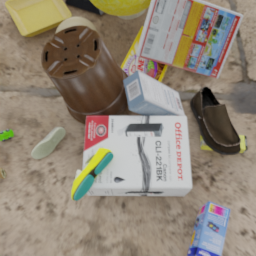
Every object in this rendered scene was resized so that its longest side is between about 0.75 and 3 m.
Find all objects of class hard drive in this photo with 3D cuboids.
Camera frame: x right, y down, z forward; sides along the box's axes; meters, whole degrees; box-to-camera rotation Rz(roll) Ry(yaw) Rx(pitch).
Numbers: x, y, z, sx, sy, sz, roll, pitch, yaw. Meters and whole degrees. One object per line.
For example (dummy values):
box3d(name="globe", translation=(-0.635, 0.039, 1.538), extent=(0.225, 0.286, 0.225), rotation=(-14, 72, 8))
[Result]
box3d(name="hard drive", translation=(-1.292, -6.035, 11.706), extent=(1.869, 0.586, 2.771), rotation=(21, 66, 10))

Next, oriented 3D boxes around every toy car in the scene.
box3d(name="toy car", translation=(-4.091, 0.334, 8.611), extent=(0.266, 1.192, 1.121), rotation=(9, 25, 39))

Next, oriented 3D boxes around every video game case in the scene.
box3d(name="video game case", translation=(1.954, -2.964, 8.992), extent=(2.993, 2.140, 0.261), rotation=(12, 21, -14))

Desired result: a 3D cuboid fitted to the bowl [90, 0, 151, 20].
box3d(name="bowl", translation=(-0.054, -4.858, 9.879), extent=(2.943, 1.584, 2.943), rotation=(-6, 59, 9))

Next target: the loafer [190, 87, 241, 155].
box3d(name="loafer", translation=(2.581, -0.290, 8.453), extent=(0.928, 0.907, 2.542), rotation=(-12, 50, -12))

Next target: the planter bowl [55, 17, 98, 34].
box3d(name="planter bowl", translation=(-1.802, -2.945, 9.465), extent=(1.521, 1.521, 1.024), rotation=(2, 22, 1))

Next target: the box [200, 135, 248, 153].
box3d(name="box", translation=(2.964, 0.460, 8.702), extent=(1.361, 0.341, 0.512), rotation=(4, 63, 2))

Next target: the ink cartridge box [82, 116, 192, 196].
box3d(name="ink cartridge box", translation=(0.252, 0.811, 7.985), extent=(2.894, 1.212, 2.088), rotation=(0, 68, 0))

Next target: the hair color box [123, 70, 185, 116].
box3d(name="hair color box", translation=(0.836, -0.827, 8.447), extent=(0.632, 2.084, 1.032), rotation=(-29, 59, 34))

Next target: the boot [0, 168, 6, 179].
box3d(name="boot", translation=(-4.022, 1.185, 8.142), extent=(0.798, 0.699, 0.264), rotation=(5, 47, 10))

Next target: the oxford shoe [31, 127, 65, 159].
box3d(name="oxford shoe", translation=(-2.475, 0.465, 8.713), extent=(1.276, 0.480, 0.368), rotation=(-47, 31, -12))

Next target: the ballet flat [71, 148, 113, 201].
box3d(name="ballet flat", translation=(-0.986, 1.104, 7.008), extent=(0.514, 0.512, 1.534), rotation=(27, 67, 30))

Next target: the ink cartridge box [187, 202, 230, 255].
box3d(name="ink cartridge box", translation=(2.009, 2.823, 7.132), extent=(0.617, 1.102, 1.615), rotation=(17, 65, 8))

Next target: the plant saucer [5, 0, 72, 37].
box3d(name="plant saucer", translation=(-3.493, -4.491, 11.020), extent=(2.048, 0.496, 2.048), rotation=(-27, 68, -13))

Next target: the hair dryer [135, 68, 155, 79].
box3d(name="hair dryer", translation=(0.538, -1.507, 8.850), extent=(0.335, 0.940, 1.235), rotation=(20, 45, 22))

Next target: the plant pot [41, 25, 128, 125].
box3d(name="plant pot", translation=(-1.249, -1.601, 8.357), extent=(2.331, 2.308, 2.331), rotation=(-6, 65, 12))

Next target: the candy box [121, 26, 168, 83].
box3d(name="candy box", translation=(0.592, -2.170, 9.838), extent=(1.511, 0.390, 2.956), rotation=(21, 70, 11))
